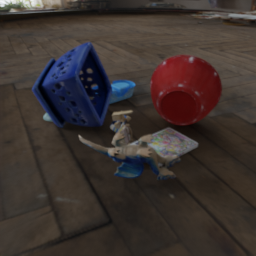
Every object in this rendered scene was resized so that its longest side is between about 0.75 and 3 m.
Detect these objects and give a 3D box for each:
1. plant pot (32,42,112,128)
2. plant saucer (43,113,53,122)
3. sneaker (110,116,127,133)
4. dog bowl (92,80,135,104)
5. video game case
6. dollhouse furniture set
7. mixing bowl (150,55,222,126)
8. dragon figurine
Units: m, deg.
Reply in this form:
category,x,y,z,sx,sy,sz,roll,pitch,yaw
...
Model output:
category,x,y,z,sx,sy,sz,roll,pitch,yaw
plant pot,-2.146,-1.514,10.863,2.152,2.394,2.394,-9,42,20
plant saucer,-3.126,-0.564,11.900,0.958,0.185,0.958,1,29,0
sneaker,-0.359,-0.207,10.842,0.473,0.425,1.150,23,30,2
dog bowl,-0.697,-1.732,13.584,2.288,0.567,1.275,-23,36,-33
video game case,1.206,0.635,9.748,2.032,0.183,1.455,-21,36,-32
dollhouse furniture set,0.087,0.212,8.850,0.725,1.639,0.849,-7,19,17
mixing bowl,1.987,-1.117,10.399,2.767,2.767,1.499,9,37,16
dragon figurine,0.028,0.875,7.999,2.938,1.460,0.865,1,49,7
